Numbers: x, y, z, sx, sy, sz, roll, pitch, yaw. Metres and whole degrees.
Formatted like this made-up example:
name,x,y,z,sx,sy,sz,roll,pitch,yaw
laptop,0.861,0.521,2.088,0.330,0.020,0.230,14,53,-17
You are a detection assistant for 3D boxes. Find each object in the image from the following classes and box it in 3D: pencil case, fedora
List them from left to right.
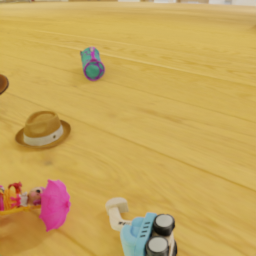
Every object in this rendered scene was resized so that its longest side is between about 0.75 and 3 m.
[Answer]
name,x,y,z,sx,sy,sz,roll,pitch,yaw
fedora,-2.670,-0.059,8.727,1.782,0.727,1.782,0,31,0
pencil case,-1.783,-3.206,13.768,1.044,1.134,2.454,0,31,-14

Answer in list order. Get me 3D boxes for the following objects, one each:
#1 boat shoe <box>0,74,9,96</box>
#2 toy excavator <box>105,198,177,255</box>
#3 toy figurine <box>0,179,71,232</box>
name,x,y,z,sx,sy,sz,roll,pitch,yaw
boat shoe,-5.536,-1.091,10.120,2.636,0.928,0.927,-30,15,-15
toy excavator,0.119,1.960,5.304,1.606,0.802,1.562,1,28,20
toy figurine,-2.209,1.569,5.682,1.991,1.624,2.163,1,2,-26
